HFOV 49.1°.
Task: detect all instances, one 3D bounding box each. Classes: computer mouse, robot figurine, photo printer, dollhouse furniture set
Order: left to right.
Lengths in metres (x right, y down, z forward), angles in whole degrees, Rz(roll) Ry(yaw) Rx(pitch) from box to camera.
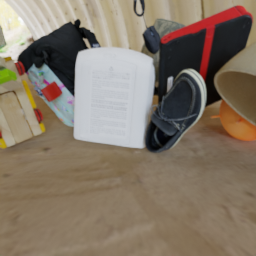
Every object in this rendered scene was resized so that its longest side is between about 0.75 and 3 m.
[{"bbox_3d":[-2.679,-1.344,5.569,0.884,1.349,0.677,-20,-15,3],"label":"dollhouse furniture set"},{"bbox_3d":[-0.353,-0.722,6.524,1.842,2.214,0.769,7,19,7],"label":"photo printer"},{"bbox_3d":[0.557,-2.818,7.647,0.526,1.793,0.305,-41,42,-16],"label":"computer mouse"},{"bbox_3d":[3.450,-0.486,7.188,2.477,1.444,1.782,-15,59,-18],"label":"robot figurine"}]

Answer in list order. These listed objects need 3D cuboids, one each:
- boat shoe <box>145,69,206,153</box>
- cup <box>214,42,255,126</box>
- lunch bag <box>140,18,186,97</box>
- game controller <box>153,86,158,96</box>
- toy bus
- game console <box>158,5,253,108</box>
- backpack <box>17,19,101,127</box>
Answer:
[{"bbox_3d":[0.892,-0.211,5.714,0.688,2.211,0.825,-26,64,-34],"label":"boat shoe"},{"bbox_3d":[3.012,-0.946,5.134,2.275,1.627,2.275,37,-2,2],"label":"cup"},{"bbox_3d":[1.738,-2.011,9.694,2.826,2.370,1.969,20,17,-36],"label":"lunch bag"},{"bbox_3d":[0.414,-1.591,8.239,0.329,1.563,0.815,-37,-3,16],"label":"game controller"},{"bbox_3d":[-2.913,-0.678,6.521,2.171,2.301,1.189,28,-13,-31],"label":"toy bus"},{"bbox_3d":[1.737,-1.379,6.763,2.395,2.708,0.420,-23,53,-13],"label":"game console"},{"bbox_3d":[-1.542,-1.361,8.003,1.728,2.729,2.278,-17,27,46],"label":"backpack"}]
